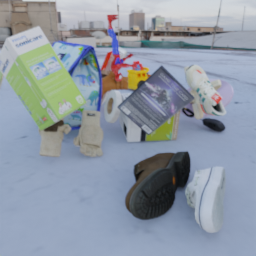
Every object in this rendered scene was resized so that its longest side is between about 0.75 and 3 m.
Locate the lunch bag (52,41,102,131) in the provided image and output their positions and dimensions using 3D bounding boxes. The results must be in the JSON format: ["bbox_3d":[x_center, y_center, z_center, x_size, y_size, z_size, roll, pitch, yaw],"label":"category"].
[{"bbox_3d":[-2.147,-1.515,9.828,1.843,2.892,2.459,3,14,-41],"label":"lunch bag"}]

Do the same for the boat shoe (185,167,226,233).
[{"bbox_3d":[1.535,1.416,5.712,0.741,0.816,2.218,-6,6,24],"label":"boat shoe"}]

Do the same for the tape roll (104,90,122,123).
[{"bbox_3d":[-0.524,-0.720,9.438,0.203,1.109,1.109,7,16,-26],"label":"tape roll"}]

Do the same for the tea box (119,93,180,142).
[{"bbox_3d":[0.669,-0.418,9.696,1.728,1.174,1.757,-2,24,-11],"label":"tea box"}]

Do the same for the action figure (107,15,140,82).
[{"bbox_3d":[-0.156,-2.780,9.893,1.109,2.240,0.731,-2,10,0],"label":"action figure"}]

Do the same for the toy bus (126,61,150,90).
[{"bbox_3d":[0.745,-3.130,16.633,1.734,1.665,1.177,-13,22,-35],"label":"toy bus"}]

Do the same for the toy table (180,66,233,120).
[{"bbox_3d":[2.644,-1.215,10.449,2.186,2.009,1.280,-31,-24,27],"label":"toy table"}]

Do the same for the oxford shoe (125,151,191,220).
[{"bbox_3d":[0.503,1.192,6.080,1.094,0.942,2.592,0,10,28],"label":"oxford shoe"}]

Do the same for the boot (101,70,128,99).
[{"bbox_3d":[-0.571,-1.500,10.355,1.133,0.560,1.460,14,48,-8],"label":"boot"}]

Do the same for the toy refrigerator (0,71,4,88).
[{"bbox_3d":[-3.831,-1.320,7.932,0.366,0.397,1.045,-21,48,14],"label":"toy refrigerator"}]

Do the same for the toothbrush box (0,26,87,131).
[{"bbox_3d":[-2.219,-1.137,7.044,0.911,2.117,1.541,-39,11,-33],"label":"toothbrush box"}]

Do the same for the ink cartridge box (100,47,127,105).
[{"bbox_3d":[-0.950,-2.249,12.670,0.580,2.663,2.311,25,23,-3],"label":"ink cartridge box"}]

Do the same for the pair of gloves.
[{"bbox_3d":[-1.662,0.165,8.189,1.850,0.324,1.573,-1,57,-16],"label":"pair of gloves"}]

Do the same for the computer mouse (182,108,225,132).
[{"bbox_3d":[2.754,-0.393,10.358,1.871,0.318,0.548,32,39,33],"label":"computer mouse"}]

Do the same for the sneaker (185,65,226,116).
[{"bbox_3d":[2.492,-1.131,8.678,0.668,1.897,0.887,-38,26,-10],"label":"sneaker"}]

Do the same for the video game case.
[{"bbox_3d":[0.709,-0.673,7.523,1.229,1.720,0.163,41,31,-14],"label":"video game case"}]
